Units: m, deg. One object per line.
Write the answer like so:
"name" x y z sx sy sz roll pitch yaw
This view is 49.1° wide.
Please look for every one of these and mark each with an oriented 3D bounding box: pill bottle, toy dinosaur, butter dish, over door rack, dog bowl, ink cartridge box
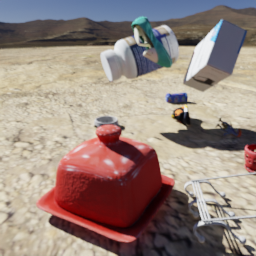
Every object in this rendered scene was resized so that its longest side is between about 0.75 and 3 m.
"pill bottle" 0.447 -2.993 11.595 2.957 1.641 1.641 -22 26 -11
"toy dinosaur" 3.999 -0.006 10.971 1.057 0.612 1.165 35 27 29
"butter dish" -0.437 0.890 6.549 2.660 1.972 2.668 12 24 26
"over door rack" 2.505 1.591 6.121 2.340 0.780 1.729 -19 18 10
"dog bowl" -0.917 -0.214 11.727 1.089 0.319 1.089 1 21 0
"ink cartridge box" 2.948 -2.402 9.877 0.956 1.658 2.285 22 -9 -5

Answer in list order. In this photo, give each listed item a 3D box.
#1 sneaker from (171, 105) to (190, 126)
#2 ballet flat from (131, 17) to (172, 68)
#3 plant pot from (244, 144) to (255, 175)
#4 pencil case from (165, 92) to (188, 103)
"sneaker" 2.246 -0.461 12.167 0.784 0.609 1.741 -13 19 17
"ballet flat" 0.725 -2.823 9.623 0.729 2.072 0.698 -27 -6 -16
"plant pot" 3.790 0.931 8.187 0.786 0.716 0.786 0 22 0
"pencil case" 2.619 -1.660 15.138 1.245 0.541 0.486 -3 35 -8
